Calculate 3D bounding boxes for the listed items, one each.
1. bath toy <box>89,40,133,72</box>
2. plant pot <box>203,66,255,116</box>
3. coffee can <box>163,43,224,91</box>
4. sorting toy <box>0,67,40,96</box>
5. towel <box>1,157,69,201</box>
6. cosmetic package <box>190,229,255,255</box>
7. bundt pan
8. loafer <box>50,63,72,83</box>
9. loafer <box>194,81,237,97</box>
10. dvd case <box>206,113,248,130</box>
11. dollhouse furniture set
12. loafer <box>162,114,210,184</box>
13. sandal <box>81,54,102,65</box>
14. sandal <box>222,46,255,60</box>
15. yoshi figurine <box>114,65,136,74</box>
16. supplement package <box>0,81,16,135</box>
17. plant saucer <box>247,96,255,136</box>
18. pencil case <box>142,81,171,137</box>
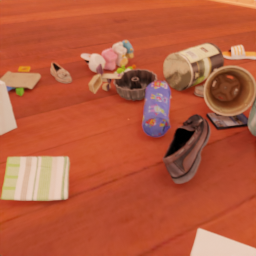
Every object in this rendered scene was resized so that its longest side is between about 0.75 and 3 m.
[{"bbox_3d":[-0.917,-3.471,14.213,2.758,1.199,1.019,-35,10,-36],"label":"bath toy"},{"bbox_3d":[3.745,-1.444,10.586,1.764,1.764,1.615,8,14,12],"label":"plant pot"},{"bbox_3d":[2.930,-2.764,12.560,2.243,1.642,1.642,-25,41,-31],"label":"coffee can"},{"bbox_3d":[-4.937,-2.102,12.768,1.543,0.373,2.740,6,35,1],"label":"sorting toy"},{"bbox_3d":[-2.357,1.276,7.245,1.606,0.247,1.198,2,58,-10],"label":"towel"},{"bbox_3d":[2.445,2.824,4.830,2.804,1.157,0.710,14,36,21],"label":"cosmetic package"},{"bbox_3d":[0.330,-1.773,11.868,1.848,0.694,1.848,-5,38,4],"label":"bundt pan"},{"bbox_3d":[-3.264,-2.637,13.372,0.609,0.533,1.694,-24,41,-31],"label":"loafer"},{"bbox_3d":[3.981,-1.805,11.970,2.327,0.731,0.836,-4,33,-6],"label":"loafer"},{"bbox_3d":[3.711,-0.302,10.323,1.389,0.122,0.991,-6,35,-9],"label":"dvd case"},{"bbox_3d":[-0.823,-1.743,11.520,1.089,1.216,1.534,5,42,18],"label":"dollhouse furniture set"},{"bbox_3d":[1.723,0.336,8.262,1.016,0.890,2.827,-26,23,39],"label":"loafer"},{"bbox_3d":[-1.699,-3.450,14.675,1.792,0.514,0.687,-5,40,-45],"label":"sandal"},{"bbox_3d":[6.393,-4.286,15.661,2.354,0.675,0.902,0,34,-1],"label":"sandal"},{"bbox_3d":[-0.115,-2.689,13.424,1.109,0.621,0.623,-17,44,-18],"label":"yoshi figurine"},{"bbox_3d":[-5.349,-0.546,9.188,1.772,1.785,2.352,26,42,32],"label":"supplement package"},{"bbox_3d":[4.316,-0.975,8.915,0.347,2.529,2.529,18,38,16],"label":"plant saucer"},{"bbox_3d":[1.041,-0.713,9.845,1.000,0.899,2.304,11,42,-1],"label":"pencil case"}]
